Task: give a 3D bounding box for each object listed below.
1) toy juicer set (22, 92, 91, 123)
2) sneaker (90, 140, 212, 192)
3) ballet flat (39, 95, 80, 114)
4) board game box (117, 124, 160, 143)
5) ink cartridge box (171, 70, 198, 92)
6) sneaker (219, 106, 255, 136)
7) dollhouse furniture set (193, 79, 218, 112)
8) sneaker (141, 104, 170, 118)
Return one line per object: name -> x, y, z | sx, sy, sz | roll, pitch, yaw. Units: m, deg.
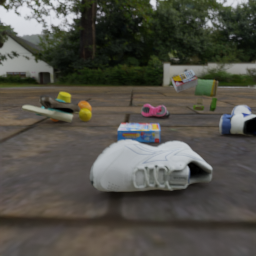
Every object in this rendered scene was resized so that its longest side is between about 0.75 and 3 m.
toy juicer set -> -2.432, -0.512, 10.657 | 1.894, 0.810, 2.977 | 21, 19, 7
sneaker -> 0.415, 0.606, 4.264 | 2.025, 0.754, 0.882 | -6, 17, -29
ballet flat -> -2.291, -0.682, 9.574 | 0.605, 0.416, 1.796 | -16, -17, 25
board game box -> 0.319, 0.124, 7.888 | 1.129, 0.322, 1.153 | 0, 10, 4
ink cartridge box -> 2.333, -2.045, 11.779 | 0.926, 0.388, 0.813 | -21, 53, 2
sneaker -> 3.598, -0.135, 8.519 | 1.062, 0.743, 1.839 | 12, 22, 36
dollhouse furniture set -> 3.230, -1.437, 11.658 | 0.904, 1.380, 0.693 | 7, -7, 13
sneaker -> 1.183, -0.649, 11.974 | 0.676, 0.560, 1.418 | 20, -5, -44
